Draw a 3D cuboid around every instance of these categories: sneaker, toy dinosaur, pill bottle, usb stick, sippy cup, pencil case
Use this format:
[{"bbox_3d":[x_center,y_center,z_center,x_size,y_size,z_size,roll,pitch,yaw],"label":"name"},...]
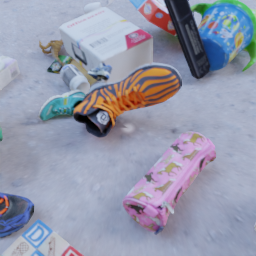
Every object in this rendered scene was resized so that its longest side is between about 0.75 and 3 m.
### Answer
[{"bbox_3d":[-1.734,-0.591,7.646,1.462,0.566,0.582,-29,61,-26],"label":"sneaker"},{"bbox_3d":[-0.727,-1.527,7.596,0.994,0.383,0.423,18,77,52],"label":"sneaker"},{"bbox_3d":[-2.548,-2.737,9.678,0.955,0.543,1.798,-1,45,0],"label":"toy dinosaur"},{"bbox_3d":[-1.584,-1.430,8.413,0.570,0.570,1.003,-25,51,-22],"label":"pill bottle"},{"bbox_3d":[1.754,-2.671,8.125,0.726,2.617,0.427,-41,30,-20],"label":"usb stick"},{"bbox_3d":[2.922,-2.858,9.072,2.420,1.900,1.774,21,60,31],"label":"sippy cup"},{"bbox_3d":[-2.925,1.506,5.363,2.233,0.876,0.841,3,47,3],"label":"sneaker"},{"bbox_3d":[-0.128,-0.518,6.662,2.822,1.095,1.581,-15,31,36],"label":"sneaker"},{"bbox_3d":[0.911,1.009,5.765,1.000,0.957,2.310,21,47,33],"label":"pencil case"}]

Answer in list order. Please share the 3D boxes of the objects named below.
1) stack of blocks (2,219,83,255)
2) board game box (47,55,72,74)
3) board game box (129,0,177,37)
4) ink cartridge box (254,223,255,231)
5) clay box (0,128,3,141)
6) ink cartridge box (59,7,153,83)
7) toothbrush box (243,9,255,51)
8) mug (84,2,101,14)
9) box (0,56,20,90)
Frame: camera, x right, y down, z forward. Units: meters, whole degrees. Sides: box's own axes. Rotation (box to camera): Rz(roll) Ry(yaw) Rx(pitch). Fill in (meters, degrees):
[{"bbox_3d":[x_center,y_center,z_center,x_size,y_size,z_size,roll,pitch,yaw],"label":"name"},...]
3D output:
[{"bbox_3d":[-0.928,2.823,4.149,2.662,0.780,1.533,28,52,24],"label":"stack of blocks"},{"bbox_3d":[-2.294,-2.147,9.438,0.486,0.109,0.927,11,47,13],"label":"board game box"},{"bbox_3d":[1.222,-4.021,9.890,2.510,0.506,1.921,8,41,-44],"label":"board game box"},{"bbox_3d":[3.728,1.655,4.493,2.614,1.909,1.102,32,54,26],"label":"ink cartridge box"},{"bbox_3d":[-3.677,-0.535,6.268,0.682,1.646,2.864,12,47,-48],"label":"clay box"},{"bbox_3d":[-0.725,-2.726,9.202,1.946,1.129,2.637,-31,52,-19],"label":"ink cartridge box"},{"bbox_3d":[4.345,-3.697,10.371,2.085,0.898,1.518,30,54,25],"label":"toothbrush box"},{"bbox_3d":[-1.479,-4.885,11.830,0.670,0.564,0.764,-6,77,2],"label":"mug"},{"bbox_3d":[-4.283,-1.110,8.090,0.552,0.591,2.852,19,50,13],"label":"box"}]
